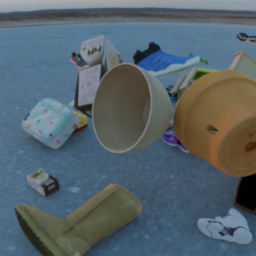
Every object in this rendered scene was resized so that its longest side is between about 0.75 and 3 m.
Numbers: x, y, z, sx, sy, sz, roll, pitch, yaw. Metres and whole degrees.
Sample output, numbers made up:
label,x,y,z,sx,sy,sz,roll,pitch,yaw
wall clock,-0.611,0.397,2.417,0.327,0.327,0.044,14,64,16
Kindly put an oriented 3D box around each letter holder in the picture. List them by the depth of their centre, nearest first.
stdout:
label,x,y,z,sx,sy,sz,roll,pitch,yaw
letter holder,4.717,1.193,8.883,1.438,2.032,2.859,22,48,35

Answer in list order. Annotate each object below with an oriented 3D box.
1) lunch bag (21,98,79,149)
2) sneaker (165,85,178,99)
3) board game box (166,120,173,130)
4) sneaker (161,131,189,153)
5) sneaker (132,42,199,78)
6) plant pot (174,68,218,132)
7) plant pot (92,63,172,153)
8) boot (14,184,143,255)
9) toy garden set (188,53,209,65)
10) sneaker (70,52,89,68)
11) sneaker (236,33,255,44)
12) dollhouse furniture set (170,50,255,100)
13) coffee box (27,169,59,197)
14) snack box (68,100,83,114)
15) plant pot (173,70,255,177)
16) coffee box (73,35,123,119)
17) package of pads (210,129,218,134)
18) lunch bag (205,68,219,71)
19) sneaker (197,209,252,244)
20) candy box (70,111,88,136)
label,x,y,z,sx,sy,sz,roll,pitch,yaw
lunch bag,-3.490,-0.318,12.527,2.459,0.948,1.972,25,72,36
sneaker,3.110,-2.039,16.518,2.540,0.930,1.041,-3,27,43
board game box,0.911,-0.001,13.550,2.771,0.270,1.427,-25,38,-38
sneaker,2.078,0.469,12.055,1.562,0.652,0.630,25,77,39
sneaker,1.561,-3.056,11.976,2.779,1.546,1.067,-16,2,4
plant pot,3.897,-1.056,12.942,2.459,2.231,2.447,19,77,31
plant pot,0.331,-0.506,8.491,1.716,2.556,2.556,5,18,-43
boot,-1.434,2.502,8.259,2.544,0.961,2.905,34,43,28
toy garden set,3.570,-3.408,13.872,1.010,0.201,0.842,33,15,29
sneaker,-1.664,-2.304,9.434,0.341,0.363,0.885,-29,51,-36
sneaker,4.746,-3.506,11.149,0.904,0.353,0.408,31,11,32
dollhouse furniture set,3.304,-1.426,10.035,2.393,1.695,2.605,35,-10,-10
coffee box,-2.980,1.911,9.823,1.049,0.418,0.600,22,35,34
snack box,-2.233,-1.219,15.590,1.829,0.485,1.301,6,29,11
plant pot,2.853,0.036,7.718,2.763,2.763,1.934,-5,31,-10
coffee box,-1.102,-1.868,10.962,1.129,1.619,2.831,-7,67,27
package of pads,3.263,0.354,11.912,1.419,0.626,1.836,24,14,37
lunch bag,4.761,-2.578,16.932,1.213,1.619,1.904,14,31,24
sneaker,2.769,2.769,8.115,1.485,0.558,0.854,12,30,11
candy box,-3.260,-0.393,13.870,2.295,0.648,1.339,24,38,34
